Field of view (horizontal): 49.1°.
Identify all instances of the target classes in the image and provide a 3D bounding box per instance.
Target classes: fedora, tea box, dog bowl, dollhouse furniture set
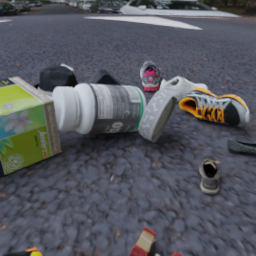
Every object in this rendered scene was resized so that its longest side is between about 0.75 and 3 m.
[{"bbox_3d":[-3.359,-2.243,13.340,2.647,1.209,2.647,0,28,0],"label":"fedora"},{"bbox_3d":[-3.977,-0.094,8.521,2.772,1.883,2.818,-23,36,-33],"label":"tea box"},{"bbox_3d":[0.960,-0.408,9.110,0.540,1.842,1.842,27,35,15],"label":"dog bowl"},{"bbox_3d":[0.575,2.466,5.422,0.998,0.406,0.537,29,35,14],"label":"dollhouse furniture set"}]

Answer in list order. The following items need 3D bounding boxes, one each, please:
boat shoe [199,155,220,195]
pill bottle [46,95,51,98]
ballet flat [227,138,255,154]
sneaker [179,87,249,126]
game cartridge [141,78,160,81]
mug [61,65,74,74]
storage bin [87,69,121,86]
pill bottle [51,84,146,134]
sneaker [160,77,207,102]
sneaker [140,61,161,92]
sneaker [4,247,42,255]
[{"bbox_3d":[2.260,1.148,7.610,0.571,0.562,1.532,5,28,9],"label":"boat shoe"},{"bbox_3d":[-3.390,-1.111,12.026,0.441,0.441,0.787,-23,36,-37],"label":"pill bottle"},{"bbox_3d":[3.861,0.556,8.691,1.506,0.428,0.501,0,15,15],"label":"ballet flat"},{"bbox_3d":[3.192,-0.682,10.652,1.145,1.161,2.965,-25,30,-25],"label":"sneaker"},{"bbox_3d":[1.251,-2.697,15.316,0.951,0.194,0.633,11,27,20],"label":"game cartridge"},{"bbox_3d":[-3.384,-3.160,15.700,0.718,0.700,0.874,17,38,14],"label":"mug"},{"bbox_3d":[-1.081,-1.249,10.692,1.682,1.137,0.788,-45,29,10],"label":"storage bin"},{"bbox_3d":[-0.968,-0.623,9.299,2.861,1.618,1.618,-2,25,-31],"label":"pill bottle"},{"bbox_3d":[2.573,-1.788,12.707,2.581,1.034,0.908,-11,28,-23],"label":"sneaker"},{"bbox_3d":[1.199,-2.874,14.474,1.096,1.015,2.719,-2,34,1],"label":"sneaker"},{"bbox_3d":[-2.280,2.604,4.981,1.527,0.534,0.687,-10,22,-26],"label":"sneaker"}]
